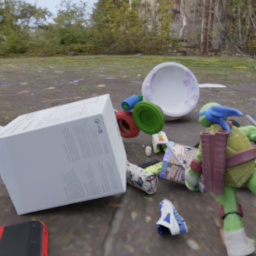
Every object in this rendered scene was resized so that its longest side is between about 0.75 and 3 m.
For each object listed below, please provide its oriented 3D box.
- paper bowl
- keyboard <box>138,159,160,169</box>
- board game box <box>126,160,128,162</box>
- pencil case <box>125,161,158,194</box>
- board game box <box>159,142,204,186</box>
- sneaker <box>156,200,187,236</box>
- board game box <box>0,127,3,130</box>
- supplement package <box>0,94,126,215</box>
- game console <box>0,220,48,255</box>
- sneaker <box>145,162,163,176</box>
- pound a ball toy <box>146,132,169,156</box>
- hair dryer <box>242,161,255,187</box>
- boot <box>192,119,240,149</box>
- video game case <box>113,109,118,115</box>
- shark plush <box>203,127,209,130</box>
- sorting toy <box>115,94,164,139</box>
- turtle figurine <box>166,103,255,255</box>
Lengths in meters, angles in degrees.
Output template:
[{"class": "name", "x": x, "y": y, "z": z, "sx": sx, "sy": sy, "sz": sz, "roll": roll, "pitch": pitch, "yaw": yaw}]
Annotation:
[{"class": "paper bowl", "x": 2.011, "y": -1.733, "z": 13.952, "sx": 2.731, "sy": 2.731, "sz": 1.420, "roll": -5, "pitch": -8, "yaw": -14}, {"class": "keyboard", "x": 0.747, "y": 1.207, "z": 9.322, "sx": 0.773, "sy": 0.080, "sz": 0.491, "roll": -15, "pitch": 24, "yaw": -34}, {"class": "board game box", "x": -0.473, "y": 0.975, "z": 9.189, "sx": 0.804, "sy": 0.180, "sz": 0.540, "roll": 17, "pitch": 11, "yaw": -29}, {"class": "pencil case", "x": 0.205, "y": 1.348, "z": 8.003, "sx": 0.555, "sy": 0.639, "sz": 1.428, "roll": -33, "pitch": 31, "yaw": -29}, {"class": "board game box", "x": 1.643, "y": 1.044, "z": 7.953, "sx": 1.265, "sy": 0.613, "sz": 1.009, "roll": 15, "pitch": 33, "yaw": 10}, {"class": "sneaker", "x": 0.819, "y": 2.020, "z": 6.169, "sx": 0.565, "sy": 0.395, "sz": 0.978, "roll": -18, "pitch": 25, "yaw": -14}, {"class": "board game box", "x": -5.896, "y": 0.198, "z": 11.941, "sx": 1.105, "sy": 0.227, "sz": 1.102, "roll": 12, "pitch": 23, "yaw": 30}, {"class": "supplement package", "x": -1.599, "y": 0.583, "z": 7.276, "sx": 2.702, "sy": 2.050, "sz": 2.035, "roll": -13, "pitch": 18, "yaw": 5}, {"class": "game console", "x": -2.455, "y": 2.547, "z": 5.205, "sx": 1.825, "sy": 0.320, "sz": 2.063, "roll": -10, "pitch": 19, "yaw": -12}, {"class": "sneaker", "x": 0.899, "y": 1.232, "z": 8.561, "sx": 0.985, "sy": 0.376, "sz": 0.372, "roll": -18, "pitch": 51, "yaw": -14}, {"class": "pound a ball toy", "x": 1.044, "y": 0.544, "z": 10.403, "sx": 0.846, "sy": 0.551, "sz": 1.298, "roll": -1, "pitch": 18, "yaw": 0}, {"class": "hair dryer", "x": 3.397, "y": 1.204, "z": 8.184, "sx": 1.788, "sy": 0.486, "sz": 1.362, "roll": -25, "pitch": 34, "yaw": -29}, {"class": "boot", "x": 2.882, "y": 0.789, "z": 9.244, "sx": 0.767, "sy": 2.126, "sz": 1.606, "roll": 49, "pitch": 6, "yaw": 31}, {"class": "video game case", "x": -1.595, "y": -0.654, "z": 13.194, "sx": 2.349, "sy": 0.421, "sz": 2.129, "roll": -3, "pitch": 12, "yaw": -26}, {"class": "shark plush", "x": 3.988, "y": 0.080, "z": 11.442, "sx": 1.870, "sy": 0.779, "sz": 0.850, "roll": 12, "pitch": 23, "yaw": 30}, {"class": "sorting toy", "x": 0.466, "y": -0.496, "z": 10.297, "sx": 2.489, "sy": 1.496, "sz": 1.022, "roll": -16, "pitch": 15, "yaw": 47}, {"class": "turtle figurine", "x": 2.392, "y": 0.966, "z": 6.006, "sx": 2.155, "sy": 2.904, "sz": 2.995, "roll": -15, "pitch": -17, "yaw": -6}]
